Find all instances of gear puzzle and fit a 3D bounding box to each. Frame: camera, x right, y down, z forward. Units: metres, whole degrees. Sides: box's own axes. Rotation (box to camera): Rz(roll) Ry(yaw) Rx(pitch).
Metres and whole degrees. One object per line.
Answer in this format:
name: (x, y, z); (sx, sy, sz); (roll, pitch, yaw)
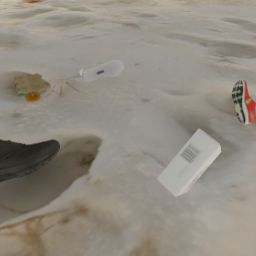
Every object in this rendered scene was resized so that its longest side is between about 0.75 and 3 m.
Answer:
gear puzzle: (-3.685, -1.511, 10.695); (1.079, 0.273, 2.084); (-13, 38, -22)

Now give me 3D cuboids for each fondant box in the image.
fondant box: (1.300, 0.723, 5.654); (0.485, 1.201, 1.665); (41, 5, 21)

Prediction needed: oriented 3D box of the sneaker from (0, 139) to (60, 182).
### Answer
sneaker: (-2.845, 0.643, 6.245); (2.716, 1.233, 1.031); (-20, -1, -35)

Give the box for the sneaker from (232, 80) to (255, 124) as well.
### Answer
sneaker: (3.656, -0.829, 8.714); (0.588, 1.384, 0.533); (-14, 11, -14)

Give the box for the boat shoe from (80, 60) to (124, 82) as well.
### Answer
boat shoe: (-1.115, -2.472, 11.789); (1.898, 0.683, 0.624); (-25, 45, -20)
